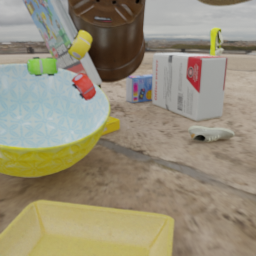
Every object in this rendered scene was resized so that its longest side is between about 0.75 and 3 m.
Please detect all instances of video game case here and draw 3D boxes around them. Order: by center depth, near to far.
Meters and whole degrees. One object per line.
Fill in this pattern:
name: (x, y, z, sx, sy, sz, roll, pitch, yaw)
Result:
video game case: (-1.809, -2.377, 7.185, 0.261, 2.993, 2.140, -32, 18, -22)

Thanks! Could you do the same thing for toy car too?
toy car: (-1.061, -1.004, 4.607, 1.121, 1.192, 0.266, -8, 11, -25)

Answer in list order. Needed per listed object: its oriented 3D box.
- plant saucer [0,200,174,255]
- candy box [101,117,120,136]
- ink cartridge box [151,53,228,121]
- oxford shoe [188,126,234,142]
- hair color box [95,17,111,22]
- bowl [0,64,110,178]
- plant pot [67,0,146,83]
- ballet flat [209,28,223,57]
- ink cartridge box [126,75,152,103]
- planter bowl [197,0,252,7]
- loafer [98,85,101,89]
plant saucer: (-0.582, 1.631, 3.021, 2.048, 0.496, 2.048, 4, 18, 11)
candy box: (-1.764, 0.074, 7.915, 1.511, 0.390, 2.956, 19, 26, 37)
ink cartridge box: (2.121, -1.657, 10.420, 1.212, 2.088, 2.894, -9, 20, -25)
oxford shoe: (2.254, 0.215, 7.590, 1.276, 0.480, 0.368, 5, 59, -8)
hair color box: (-0.894, -3.017, 10.004, 1.032, 2.084, 0.632, -6, 26, -21)
bowl: (-1.928, 0.045, 5.622, 2.943, 1.584, 2.943, 10, 34, -7)
plant pot: (-0.559, -2.675, 7.177, 2.331, 2.331, 2.308, -2, -13, -5)
ballet flat: (3.616, -3.301, 11.409, 0.512, 1.534, 0.514, -12, 13, -38)
ink cartridge box: (0.738, -1.742, 12.272, 1.615, 1.102, 0.617, -10, 22, -28)
planter bowl: (1.577, -2.612, 3.928, 1.521, 1.024, 1.521, -5, -9, -1)
loafer: (-1.828, -1.304, 10.277, 0.928, 0.907, 2.542, 4, 35, 26)
